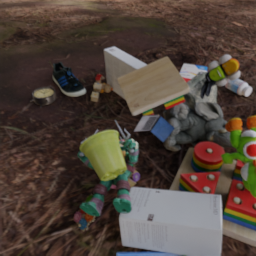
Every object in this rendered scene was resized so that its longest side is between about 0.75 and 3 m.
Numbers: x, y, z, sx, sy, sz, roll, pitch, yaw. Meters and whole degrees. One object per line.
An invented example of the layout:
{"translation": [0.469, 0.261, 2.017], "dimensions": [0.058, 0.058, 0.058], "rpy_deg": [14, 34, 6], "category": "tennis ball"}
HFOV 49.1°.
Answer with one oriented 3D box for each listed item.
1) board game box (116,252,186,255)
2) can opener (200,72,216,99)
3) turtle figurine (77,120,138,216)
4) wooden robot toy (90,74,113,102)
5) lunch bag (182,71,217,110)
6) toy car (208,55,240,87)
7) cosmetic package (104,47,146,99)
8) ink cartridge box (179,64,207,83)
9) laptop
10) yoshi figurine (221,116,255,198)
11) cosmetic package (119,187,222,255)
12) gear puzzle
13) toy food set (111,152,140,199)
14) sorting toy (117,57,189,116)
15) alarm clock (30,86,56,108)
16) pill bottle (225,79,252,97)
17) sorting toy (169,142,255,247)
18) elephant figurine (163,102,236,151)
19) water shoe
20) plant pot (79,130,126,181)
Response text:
{"translation": [1.000, 3.843, 6.408], "dimensions": [2.561, 0.469, 1.937], "rpy_deg": [0, 38, -1], "category": "board game box"}
{"translation": [2.986, -1.543, 10.690], "dimensions": [0.608, 0.490, 1.547], "rpy_deg": [45, 44, -14], "category": "can opener"}
{"translation": [-0.387, 1.006, 7.724], "dimensions": [2.036, 1.369, 2.719], "rpy_deg": [-28, 38, 32], "category": "turtle figurine"}
{"translation": [-1.202, -2.020, 13.695], "dimensions": [0.907, 0.881, 2.000], "rpy_deg": [12, 39, -2], "category": "wooden robot toy"}
{"translation": [2.776, -1.204, 11.764], "dimensions": [1.503, 1.809, 2.157], "rpy_deg": [26, 45, 30], "category": "lunch bag"}
{"translation": [3.596, -2.172, 10.460], "dimensions": [1.107, 0.969, 0.830], "rpy_deg": [-27, 8, 36], "category": "toy car"}
{"translation": [-0.107, -2.375, 13.102], "dimensions": [0.692, 2.019, 2.678], "rpy_deg": [-24, 44, -27], "category": "cosmetic package"}
{"translation": [3.175, -2.368, 14.118], "dimensions": [1.281, 0.741, 2.205], "rpy_deg": [12, 40, 15], "category": "ink cartridge box"}
{"translation": [0.831, 0.056, 9.229], "dimensions": [0.989, 0.926, 0.573], "rpy_deg": [-4, 58, -23], "category": "laptop"}
{"translation": [3.367, 0.869, 7.737], "dimensions": [1.236, 1.240, 2.207], "rpy_deg": [13, 62, -33], "category": "yoshi figurine"}
{"translation": [1.151, 2.416, 7.327], "dimensions": [2.495, 1.012, 1.408], "rpy_deg": [-1, 23, 15], "category": "cosmetic package"}
{"translation": [-1.059, 2.219, 7.802], "dimensions": [1.255, 0.164, 0.650], "rpy_deg": [-53, 49, 1], "category": "gear puzzle"}
{"translation": [-0.302, 1.418, 9.157], "dimensions": [1.202, 0.298, 1.892], "rpy_deg": [-18, 56, -14], "category": "toy food set"}
{"translation": [0.853, -1.321, 9.694], "dimensions": [1.992, 0.693, 1.980], "rpy_deg": [-24, 46, 3], "category": "sorting toy"}
{"translation": [-3.914, -1.572, 13.296], "dimensions": [1.055, 0.520, 1.564], "rpy_deg": [5, 40, 7], "category": "alarm clock"}
{"translation": [5.428, -2.013, 13.750], "dimensions": [0.645, 0.645, 1.187], "rpy_deg": [-21, 43, -25], "category": "pill bottle"}
{"translation": [2.928, 1.697, 8.709], "dimensions": [2.875, 1.007, 2.893], "rpy_deg": [16, 41, 20], "category": "sorting toy"}
{"translation": [2.803, 0.046, 10.298], "dimensions": [2.881, 2.039, 2.235], "rpy_deg": [4, 68, 1], "category": "elephant figurine"}
{"translation": [-3.086, -2.445, 13.968], "dimensions": [0.954, 1.053, 2.668], "rpy_deg": [-27, 46, -30], "category": "water shoe"}
{"translation": [-0.534, 0.737, 6.905], "dimensions": [1.054, 1.054, 0.969], "rpy_deg": [-18, 65, -21], "category": "plant pot"}
